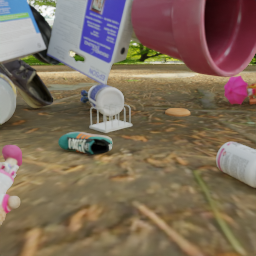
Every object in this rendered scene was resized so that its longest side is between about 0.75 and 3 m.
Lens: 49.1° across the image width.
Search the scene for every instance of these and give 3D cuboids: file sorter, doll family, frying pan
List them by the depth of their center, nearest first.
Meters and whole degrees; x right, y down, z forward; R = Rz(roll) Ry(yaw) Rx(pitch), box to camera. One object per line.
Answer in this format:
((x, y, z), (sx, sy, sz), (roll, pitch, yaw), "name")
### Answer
((-2.565, 0.820, 3.065), (2.691, 1.212, 1.670), (15, 27, -6), "doll family")
((-2.608, -2.667, 6.986), (0.461, 1.711, 2.829), (-22, -33, 17), "frying pan")
((-0.489, -0.320, 8.021), (1.015, 0.632, 0.705), (-14, 21, -43), "file sorter")

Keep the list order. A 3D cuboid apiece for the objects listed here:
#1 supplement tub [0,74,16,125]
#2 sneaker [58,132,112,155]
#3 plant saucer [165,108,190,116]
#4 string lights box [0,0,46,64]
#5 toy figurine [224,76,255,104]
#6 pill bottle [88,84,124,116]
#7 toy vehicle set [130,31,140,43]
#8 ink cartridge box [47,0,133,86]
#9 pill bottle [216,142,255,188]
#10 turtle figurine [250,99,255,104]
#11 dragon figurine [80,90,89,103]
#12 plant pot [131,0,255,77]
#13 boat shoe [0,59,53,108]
((-4.136, -0.872, 8.327), (1.509, 1.509, 2.075), (-6, 17, -20), "supplement tub")
((-0.934, 0.339, 6.039), (1.189, 0.424, 0.475), (1, 11, -1), "sneaker")
((1.736, -0.565, 9.800), (0.856, 0.138, 0.856), (-1, 16, 0), "plant saucer")
((-2.884, -2.691, 5.482), (0.828, 2.807, 1.442), (-7, 20, 34), "string lights box")
((5.046, -1.567, 11.301), (2.232, 1.821, 2.425), (-5, -8, 16), "toy figurine")
((-0.855, -1.047, 9.976), (0.970, 0.970, 1.676), (-6, 17, -21), "pill bottle")
((0.123, -3.489, 8.343), (2.581, 1.603, 0.342), (26, 36, 24), "toy vehicle set")
((-0.929, -2.641, 6.938), (2.488, 2.511, 0.545), (32, 25, 32), "ink cartridge box")
((2.036, 0.640, 4.683), (0.576, 0.576, 1.016), (-7, 17, -25), "pill bottle")
((3.730, 0.200, 5.682), (2.636, 0.849, 2.126), (21, 32, 16), "turtle figurine")
((-1.171, -1.179, 11.165), (0.980, 0.580, 1.971), (-11, 19, -35), "dragon figurine")
((1.289, -2.300, 5.635), (2.328, 2.328, 2.084), (-13, 24, -39), "plant pot")
((-3.632, -1.802, 9.755), (0.931, 2.873, 1.033), (-1, 50, 27), "boat shoe")
